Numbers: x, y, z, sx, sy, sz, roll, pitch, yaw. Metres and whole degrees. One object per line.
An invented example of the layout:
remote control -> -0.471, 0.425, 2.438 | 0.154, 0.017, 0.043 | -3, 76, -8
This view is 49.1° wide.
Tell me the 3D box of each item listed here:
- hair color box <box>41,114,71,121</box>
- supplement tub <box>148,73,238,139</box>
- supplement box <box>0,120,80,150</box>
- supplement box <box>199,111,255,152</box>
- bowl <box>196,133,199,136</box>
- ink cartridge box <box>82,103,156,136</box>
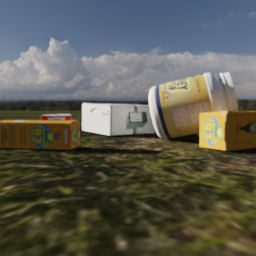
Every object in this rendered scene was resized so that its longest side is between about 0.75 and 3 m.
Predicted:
hair color box -> -3.451, -0.285, 13.678 | 1.344, 0.775, 2.423 | -1, 3, -13
supplement tub -> 2.079, -0.715, 8.984 | 2.524, 1.822, 1.822 | -12, 0, 16
supplement box -> -2.404, 0.164, 7.382 | 2.176, 0.724, 0.748 | 0, 4, 8
supplement box -> 3.300, 0.020, 7.633 | 2.944, 0.979, 1.013 | -2, 4, -33
bowl -> 2.724, 0.086, 9.683 | 0.927, 0.417, 0.927 | -20, 19, 7
ink cartridge box -> -0.242, -0.383, 11.579 | 2.809, 1.181, 2.050 | -2, 6, -40
